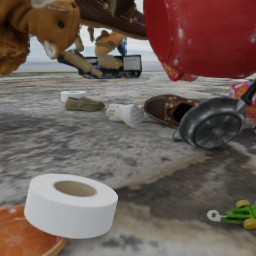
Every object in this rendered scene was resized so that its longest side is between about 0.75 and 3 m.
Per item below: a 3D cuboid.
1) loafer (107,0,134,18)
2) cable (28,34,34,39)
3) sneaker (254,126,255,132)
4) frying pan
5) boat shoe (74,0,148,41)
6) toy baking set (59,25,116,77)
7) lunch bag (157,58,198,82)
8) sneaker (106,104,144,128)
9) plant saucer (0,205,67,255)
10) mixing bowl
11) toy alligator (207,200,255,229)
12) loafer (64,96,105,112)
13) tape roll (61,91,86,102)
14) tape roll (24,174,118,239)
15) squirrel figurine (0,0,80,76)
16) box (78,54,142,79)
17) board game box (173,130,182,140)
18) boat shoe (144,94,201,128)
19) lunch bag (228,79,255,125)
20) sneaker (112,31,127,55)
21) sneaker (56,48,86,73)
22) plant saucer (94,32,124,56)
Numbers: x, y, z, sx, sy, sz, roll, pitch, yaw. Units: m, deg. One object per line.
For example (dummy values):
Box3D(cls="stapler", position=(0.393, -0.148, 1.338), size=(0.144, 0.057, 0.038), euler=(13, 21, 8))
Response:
Box3D(cls="loafer", position=(-0.174, -2.403, 4.939), size=(0.481, 0.427, 1.265), euler=(-33, -3, -9))
Box3D(cls="cable", position=(-3.188, -3.411, 8.354), size=(1.424, 1.424, 0.493), euler=(32, 8, -39))
Box3D(cls="sneaker", position=(4.074, 0.126, 7.736), size=(0.476, 0.411, 1.098), euler=(13, 2, -43))
Box3D(cls="frying pan", position=(2.380, -0.261, 6.220), size=(2.596, 1.570, 0.423), euler=(-27, 44, 15))
Box3D(cls="boat shoe", position=(-0.271, -3.109, 7.513), size=(2.838, 0.998, 0.999), euler=(-1, 46, -37))
Box3D(cls="toy baking set", position=(-1.253, -2.295, 7.552), size=(2.149, 1.649, 0.250), euler=(25, -35, -17))
Box3D(cls="lunch bag", position=(2.098, -3.463, 10.531), size=(1.205, 2.591, 2.942), euler=(-3, 55, -28))
Box3D(cls="sneaker", position=(-0.204, -0.420, 9.186), size=(1.176, 0.750, 2.036), euler=(1, 5, 12))
Box3D(cls="plant saucer", position=(-1.335, 1.294, 3.270), size=(1.257, 0.203, 1.257), euler=(1, 14, 0))
Box3D(cls="mixing bowl", position=(1.207, -2.126, 5.256), size=(1.527, 2.820, 2.820), euler=(-15, 17, -9))
Box3D(cls="toy alligator", position=(1.522, 1.158, 3.698), size=(1.032, 0.248, 0.342), euler=(-1, 46, -5))
Box3D(cls="loafer", position=(-1.836, -1.034, 11.741), size=(1.722, 0.581, 0.655), euler=(1, 14, 2))
Box3D(cls="tape roll", position=(-2.779, -1.617, 14.361), size=(1.275, 0.446, 1.275), euler=(0, 13, 0))
Box3D(cls="tape roll", position=(-0.723, 0.956, 3.615), size=(1.138, 0.398, 1.138), euler=(13, 6, -1))
Box3D(cls="squirrel figurine", position=(-2.361, -2.337, 5.910), size=(2.479, 2.656, 1.880), euler=(35, 29, -19))
Box3D(cls="box", position=(-0.663, -2.440, 11.553), size=(2.351, 0.680, 2.958), euler=(-2, 6, 1))
Box3D(cls="board game box", position=(1.819, 0.152, 7.331), size=(1.154, 0.356, 1.153), euler=(10, 12, 34))
Box3D(cls="boat shoe", position=(1.624, -0.512, 8.774), size=(2.808, 0.988, 0.987), euler=(11, 13, 35))
Box3D(cls="lunch bag", position=(4.104, -0.585, 7.799), size=(2.118, 0.985, 2.405), euler=(19, -3, -9))
Box3D(cls="sneaker", position=(-0.226, -3.347, 10.629), size=(0.493, 1.198, 0.443), euler=(-19, 10, -26))
Box3D(cls="sneaker", position=(-1.882, -2.255, 9.467), size=(0.693, 0.488, 1.305), euler=(-4, -17, 12))
Box3D(cls="plant saucer", position=(-0.655, -2.800, 9.190), size=(1.166, 0.218, 1.166), euler=(-25, 37, 21))
